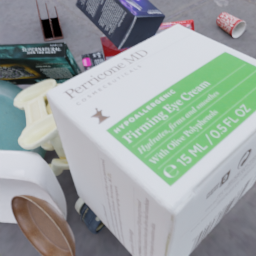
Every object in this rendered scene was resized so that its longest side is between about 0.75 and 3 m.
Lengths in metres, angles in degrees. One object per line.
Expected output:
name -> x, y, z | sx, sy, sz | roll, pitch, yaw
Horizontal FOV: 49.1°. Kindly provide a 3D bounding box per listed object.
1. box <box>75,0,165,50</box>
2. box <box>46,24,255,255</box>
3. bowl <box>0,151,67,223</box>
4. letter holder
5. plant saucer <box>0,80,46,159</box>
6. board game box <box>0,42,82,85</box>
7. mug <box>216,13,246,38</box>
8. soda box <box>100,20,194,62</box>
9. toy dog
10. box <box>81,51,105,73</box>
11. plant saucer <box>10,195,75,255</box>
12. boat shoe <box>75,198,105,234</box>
box -> -0.184, -2.764, 6.615 | 1.682, 0.877, 1.245 | 47, 41, 13
box -> 0.707, 0.369, 4.817 | 2.863, 2.877, 2.464 | -35, 54, -26
bowl -> -2.456, 1.203, 5.788 | 2.279, 2.282, 0.852 | 1, 53, 5
letter holder -> -3.136, -4.367, 11.087 | 0.772, 1.091, 1.536 | -13, 53, -10
plant saucer -> -3.386, 0.202, 6.729 | 2.870, 0.516, 2.870 | 0, 90, -18
board game box -> -2.586, -1.471, 6.772 | 2.641, 1.786, 0.372 | -1, 80, 2
mug -> 4.132, -4.113, 11.299 | 0.678, 0.902, 1.016 | -46, 53, 11
soda box -> 0.650, -2.844, 9.321 | 2.981, 0.945, 1.044 | 2, 31, 24
toy dog -> -1.070, 0.077, 6.683 | 2.499, 2.577, 1.798 | -34, 49, -6
box -> -1.079, -1.905, 9.407 | 0.770, 0.669, 1.166 | -12, 55, -7
plant saucer -> -1.300, 1.591, 4.434 | 1.421, 1.421, 0.260 | 30, 41, 21
boat shoe -> 0.131, 1.357, 6.606 | 2.823, 1.057, 0.873 | -31, 57, -20
